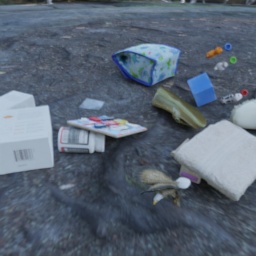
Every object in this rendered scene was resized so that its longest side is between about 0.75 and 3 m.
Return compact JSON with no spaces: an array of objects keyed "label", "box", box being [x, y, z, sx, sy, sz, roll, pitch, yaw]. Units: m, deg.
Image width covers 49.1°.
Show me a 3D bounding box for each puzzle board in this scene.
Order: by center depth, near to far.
[{"label":"puzzle board","box":[-0.582,-0.095,9.019,1.738,0.201,2.306,14,11,23]}]

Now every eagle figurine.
[{"label":"eagle figurine","box":[0.763,1.352,6.413,0.888,1.171,0.884,-20,38,47]}]

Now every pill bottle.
[{"label":"pill bottle","box":[-1.388,0.380,8.461,1.322,0.753,0.753,3,30,-2]}]

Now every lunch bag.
[{"label":"lunch bag","box":[0.847,-3.336,13.907,2.645,1.686,2.249,31,40,28]}]

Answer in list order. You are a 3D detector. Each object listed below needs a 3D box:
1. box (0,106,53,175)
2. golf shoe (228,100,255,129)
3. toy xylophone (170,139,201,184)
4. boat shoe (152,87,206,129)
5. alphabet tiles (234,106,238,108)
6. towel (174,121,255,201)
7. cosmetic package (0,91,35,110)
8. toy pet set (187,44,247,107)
[{"label":"box","box":[-3.063,0.280,8.334,1.513,1.057,1.988,-7,31,-12]},{"label":"golf shoe","box":[4.830,-0.277,9.276,2.741,1.073,1.333,-2,29,-2]},{"label":"toy xylophone","box":[1.959,0.848,7.989,1.197,0.411,1.636,28,40,36]},{"label":"boat shoe","box":[1.791,-0.612,10.290,0.981,0.846,2.689,15,23,-41]},{"label":"alphabet tiles","box":[4.642,-0.687,10.992,0.910,0.066,0.890,-8,31,-14]},{"label":"towel","box":[2.723,0.687,7.533,1.846,0.480,2.785,34,41,29]},{"label":"cosmetic package","box":[-4.470,-0.567,10.121,1.064,0.775,2.093,14,35,24]},{"label":"toy pet set","box":[3.485,-1.929,11.086,2.125,2.276,1.209,-22,4,13]}]
